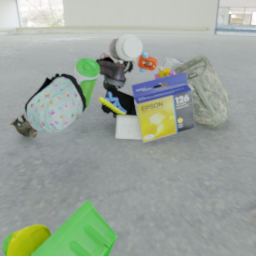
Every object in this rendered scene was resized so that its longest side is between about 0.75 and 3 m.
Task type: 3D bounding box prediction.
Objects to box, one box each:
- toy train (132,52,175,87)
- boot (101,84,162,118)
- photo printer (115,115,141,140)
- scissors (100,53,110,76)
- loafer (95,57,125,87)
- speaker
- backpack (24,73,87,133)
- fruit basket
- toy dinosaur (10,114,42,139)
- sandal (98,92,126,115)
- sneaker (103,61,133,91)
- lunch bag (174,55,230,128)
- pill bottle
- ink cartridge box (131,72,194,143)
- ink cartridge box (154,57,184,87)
[{"bbox_3d":[0.997,-1.957,11.261,1.723,2.294,0.638,14,42,9],"label":"toy train"},{"bbox_3d":[0.062,-1.119,11.090,1.984,2.422,0.896,21,56,-3],"label":"boot"},{"bbox_3d":[0.100,-0.017,10.563,1.112,0.925,0.386,3,20,-6],"label":"photo printer"},{"bbox_3d":[-1.331,-3.212,14.139,0.487,0.093,1.331,19,70,9],"label":"scissors"},{"bbox_3d":[-0.688,-2.420,11.125,0.977,0.856,2.718,6,24,-25],"label":"loafer"},{"bbox_3d":[-1.749,-1.562,10.664,0.970,2.194,0.970,12,50,-15],"label":"speaker"},{"bbox_3d":[-2.085,-0.653,8.190,1.138,1.500,1.798,-2,33,37],"label":"backpack"},{"bbox_3d":[-1.482,2.268,5.159,2.083,1.503,2.083,13,31,-8],"label":"fruit basket"},{"bbox_3d":[-3.910,0.048,10.633,1.955,1.000,0.752,-14,28,52],"label":"toy dinosaur"},{"bbox_3d":[-0.498,-0.890,10.126,1.137,0.495,0.452,35,-13,-20],"label":"sandal"},{"bbox_3d":[-0.600,-2.458,13.436,0.995,0.917,2.488,-16,28,37],"label":"sneaker"},{"bbox_3d":[3.074,-1.488,11.706,1.824,2.618,2.196,-29,25,16],"label":"lunch bag"},{"bbox_3d":[-0.081,-2.873,10.073,0.919,0.919,1.660,-7,16,-16],"label":"pill bottle"},{"bbox_3d":[1.314,-0.718,10.048,2.083,2.108,0.495,-15,27,-8],"label":"ink cartridge box"},{"bbox_3d":[1.766,-2.212,13.113,0.428,2.108,2.103,35,21,19],"label":"ink cartridge box"}]
